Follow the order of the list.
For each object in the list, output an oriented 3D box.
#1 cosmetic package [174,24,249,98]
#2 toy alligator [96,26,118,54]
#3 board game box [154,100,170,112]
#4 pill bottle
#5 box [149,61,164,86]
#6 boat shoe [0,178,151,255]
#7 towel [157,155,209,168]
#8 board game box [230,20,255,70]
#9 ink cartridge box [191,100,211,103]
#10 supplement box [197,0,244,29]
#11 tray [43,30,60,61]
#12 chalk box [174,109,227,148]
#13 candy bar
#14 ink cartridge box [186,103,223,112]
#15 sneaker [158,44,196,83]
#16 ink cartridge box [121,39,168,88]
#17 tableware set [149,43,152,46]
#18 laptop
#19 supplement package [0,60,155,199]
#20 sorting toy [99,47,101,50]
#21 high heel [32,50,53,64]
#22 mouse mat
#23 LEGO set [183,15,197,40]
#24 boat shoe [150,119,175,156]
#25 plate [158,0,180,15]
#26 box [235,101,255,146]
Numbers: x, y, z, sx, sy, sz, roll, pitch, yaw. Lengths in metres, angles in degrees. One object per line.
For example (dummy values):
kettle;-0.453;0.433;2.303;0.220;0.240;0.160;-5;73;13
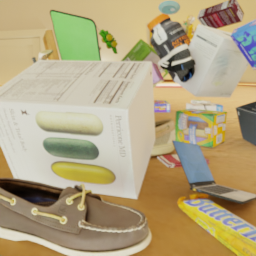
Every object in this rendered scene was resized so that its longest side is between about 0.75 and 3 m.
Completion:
cosmetic package;3.007;-2.195;9.656;2.036;2.042;1.256;-4;39;-37
toy alligator;-0.939;-4.081;12.478;0.517;1.745;0.473;0;49;52
board game box;1.605;-1.271;16.104;1.364;0.454;2.029;0;12;0
pill bottle;1.787;-3.216;11.155;1.383;2.603;1.383;-32;4;2
box;0.542;-1.952;11.475;1.528;0.840;1.737;-26;3;16
boat shoe;-0.878;1.154;3.875;2.413;0.718;0.867;4;12;16
towel;1.384;0.790;7.094;1.098;0.125;0.791;-3;12;-15
board game box;3.851;-2.370;7.458;1.737;1.321;0.391;-14;35;56
ink cartridge box;4.929;-1.691;18.475;1.102;0.343;1.370;9;16;35
supplement box;3.526;-4.300;10.749;1.506;0.459;0.820;2;-27;48
tray;-3.186;-3.137;11.645;0.294;1.587;0.783;-12;-4;-29
chalk box;2.141;-0.065;8.950;1.656;1.025;1.030;10;15;38
candy bar;1.539;1.442;3.602;0.630;0.280;2.527;-4;13;-24
ink cartridge box;3.685;-0.854;13.675;1.500;0.632;1.085;-1;12;-7
sneaker;1.589;-1.926;9.226;0.686;1.050;1.877;-23;1;-10
ink cartridge box;0.856;-2.856;13.163;2.295;1.696;0.869;14;39;-52
tableware set;1.257;-4.156;13.505;0.781;0.120;0.526;-53;18;-24
laptop;1.576;0.749;4.988;1.327;0.769;1.243;9;-1;37
supplement package;-0.899;-0.092;5.554;2.552;1.937;1.922;4;34;15
sorting toy;-1.729;-3.079;12.127;0.981;0.341;0.975;-11;-19;-32
high heel;-3.115;-2.492;10.475;0.333;0.665;0.933;30;56;34
mouse mat;-1.755;-2.651;9.914;2.218;2.756;0.104;25;49;30
LEGO set;2.497;-4.143;11.574;0.663;0.820;1.782;50;23;23
boat shoe;-0.109;0.297;7.269;2.988;0.970;1.078;-7;13;-20
plate;1.435;-4.169;9.798;0.765;0.098;0.765;5;-14;1
box;4.696;-0.299;8.400;2.183;1.169;1.620;-17;12;2
